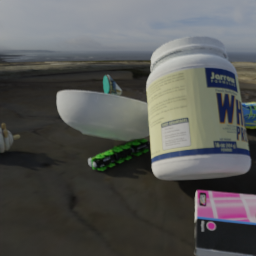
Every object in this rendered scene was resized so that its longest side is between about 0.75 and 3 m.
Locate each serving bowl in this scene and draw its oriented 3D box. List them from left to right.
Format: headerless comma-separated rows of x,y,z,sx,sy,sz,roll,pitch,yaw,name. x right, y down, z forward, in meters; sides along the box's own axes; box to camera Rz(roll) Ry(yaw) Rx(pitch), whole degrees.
-0.520,-0.189,7.359,2.803,0.922,2.803,9,-5,1,serving bowl

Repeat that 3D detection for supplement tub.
1.304,-0.292,5.576,1.825,2.517,1.825,-3,-14,-1,supplement tub

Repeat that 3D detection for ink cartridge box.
1.874,1.405,3.890,1.863,0.345,0.882,4,49,10,ink cartridge box

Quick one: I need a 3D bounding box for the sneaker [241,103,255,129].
3.980,-0.379,9.116,2.587,0.980,1.359,0,6,24,sneaker

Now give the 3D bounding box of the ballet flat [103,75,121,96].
-0.553,-1.248,11.171,0.768,0.768,2.070,-3,57,-10,ballet flat

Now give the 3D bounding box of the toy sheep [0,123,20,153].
-3.466,0.314,7.350,1.184,0.816,0.816,-6,18,-27,toy sheep

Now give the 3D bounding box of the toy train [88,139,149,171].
-0.212,0.632,7.038,0.535,0.396,1.896,3,14,45,toy train
